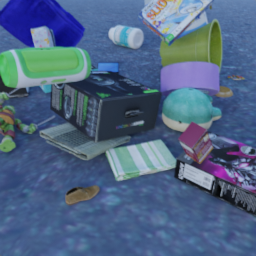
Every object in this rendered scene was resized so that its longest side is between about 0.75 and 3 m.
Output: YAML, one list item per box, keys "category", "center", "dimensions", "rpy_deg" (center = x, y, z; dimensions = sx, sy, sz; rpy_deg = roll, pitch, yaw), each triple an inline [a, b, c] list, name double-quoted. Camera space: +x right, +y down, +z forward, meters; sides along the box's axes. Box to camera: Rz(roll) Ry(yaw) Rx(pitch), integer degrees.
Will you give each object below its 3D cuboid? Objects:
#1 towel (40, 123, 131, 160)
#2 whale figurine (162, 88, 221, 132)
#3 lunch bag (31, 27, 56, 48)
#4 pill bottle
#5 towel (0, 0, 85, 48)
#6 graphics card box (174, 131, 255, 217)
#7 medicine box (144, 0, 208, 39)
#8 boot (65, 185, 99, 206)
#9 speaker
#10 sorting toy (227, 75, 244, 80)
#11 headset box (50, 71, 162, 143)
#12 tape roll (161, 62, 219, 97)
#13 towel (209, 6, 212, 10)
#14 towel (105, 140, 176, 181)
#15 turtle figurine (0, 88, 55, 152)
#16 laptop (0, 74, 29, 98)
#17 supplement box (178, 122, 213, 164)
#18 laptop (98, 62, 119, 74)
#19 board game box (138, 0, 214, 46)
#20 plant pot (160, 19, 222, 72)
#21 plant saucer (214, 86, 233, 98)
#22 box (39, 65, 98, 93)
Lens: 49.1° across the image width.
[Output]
- category: "towel"
  center: [-1.314, 0.313, 8.711]
  dimensions: [2.085, 0.374, 2.165]
  rpy_deg: [23, 26, 30]
- category: "whale figurine"
  center: [2.260, -0.876, 9.882]
  dimensions: [2.108, 1.375, 2.650]
  rpy_deg: [15, 32, 25]
- category: "lunch bag"
  center: [-2.779, -2.877, 9.366]
  dimensions: [0.631, 0.842, 0.993]
  rpy_deg: [-11, 10, -3]
- category: "pill bottle"
  center: [-0.199, -5.918, 18.146]
  dimensions: [2.236, 1.238, 1.238]
  rpy_deg: [25, 40, 34]
- category: "towel"
  center: [-2.957, -3.585, 9.879]
  dimensions: [1.938, 2.625, 0.650]
  rpy_deg: [-49, 43, 4]
- category: "graphics card box"
  center: [2.879, 1.166, 7.200]
  dimensions: [2.899, 0.737, 1.819]
  rpy_deg: [22, 39, 33]
- category: "medicine box"
  center: [1.956, -4.852, 11.411]
  dimensions: [1.873, 2.056, 1.058]
  rpy_deg: [-20, 46, 26]
- category: "boot"
  center: [-1.113, 1.586, 6.904]
  dimensions: [0.898, 0.339, 0.330]
  rpy_deg: [-18, 34, -28]
- category: "speaker"
  center: [-1.513, -1.148, 5.258]
  dimensions: [1.572, 0.695, 0.695]
  rpy_deg: [-14, 34, -36]
- category: "sorting toy"
  center: [5.273, -2.460, 13.620]
  dimensions: [0.769, 0.130, 0.371]
  rpy_deg: [-2, 32, -4]
- category: "headset box"
  center: [-0.730, -0.846, 9.377]
  dimensions: [2.584, 1.377, 2.967]
  rpy_deg: [-12, 31, -40]
- category: "tape roll"
  center: [2.344, -1.772, 10.741]
  dimensions: [2.191, 0.931, 2.191]
  rpy_deg: [0, -4, 0]
- category: "towel"
  center: [3.031, -4.881, 10.577]
  dimensions: [0.097, 0.463, 1.077]
  rpy_deg: [-19, -6, 18]
- category: "towel"
  center: [0.360, 0.870, 8.161]
  dimensions: [1.849, 0.216, 1.410]
  rpy_deg: [-10, 32, -15]
- category: "turtle figurine"
  center: [-3.650, -0.362, 8.974]
  dimensions: [2.079, 1.496, 2.016]
  rpy_deg: [-5, 36, -1]
- category: "laptop"
  center: [-5.676, -2.084, 11.495]
  dimensions: [2.808, 1.738, 2.999]
  rpy_deg: [-7, 32, -12]
- category: "supplement box"
  center: [1.220, 0.278, 5.028]
  dimensions: [0.326, 0.762, 0.421]
  rpy_deg: [35, 82, 35]
- category: "laptop"
  center: [-1.021, -3.004, 13.964]
  dimensions: [1.091, 0.636, 1.231]
  rpy_deg: [-1, 8, 0]
- category: "board game box"
  center: [0.796, -1.992, 4.688]
  dimensions: [0.733, 0.187, 1.084]
  rpy_deg: [43, 84, 10]
- category: "plant pot"
  center: [3.030, -3.719, 13.770]
  dimensions: [2.575, 2.712, 2.712]
  rpy_deg: [3, 29, 30]
- category: "plant saucer"
  center: [4.080, -1.609, 12.207]
  dimensions: [0.963, 0.170, 0.963]
  rpy_deg: [0, 31, 0]
- category: "box"
  center: [-2.764, -2.354, 12.950]
  dimensions: [2.612, 0.642, 1.075]
  rpy_deg: [-18, 36, -26]
